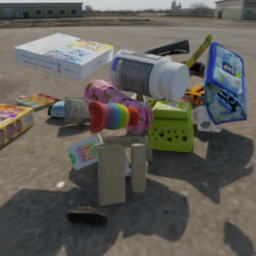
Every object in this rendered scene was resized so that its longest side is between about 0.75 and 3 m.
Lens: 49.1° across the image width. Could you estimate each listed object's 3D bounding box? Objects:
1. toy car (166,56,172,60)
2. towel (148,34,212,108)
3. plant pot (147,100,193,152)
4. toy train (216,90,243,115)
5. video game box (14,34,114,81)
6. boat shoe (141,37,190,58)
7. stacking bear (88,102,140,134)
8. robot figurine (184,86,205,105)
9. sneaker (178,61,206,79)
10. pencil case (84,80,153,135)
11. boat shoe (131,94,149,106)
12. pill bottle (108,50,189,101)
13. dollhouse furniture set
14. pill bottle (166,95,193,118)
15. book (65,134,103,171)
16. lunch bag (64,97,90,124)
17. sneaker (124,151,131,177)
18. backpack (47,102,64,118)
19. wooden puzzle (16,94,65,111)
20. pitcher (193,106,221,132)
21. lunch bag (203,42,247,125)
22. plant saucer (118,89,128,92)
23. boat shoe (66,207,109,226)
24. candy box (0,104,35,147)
[{"bbox_3d":[1.863,-2.676,14.489,1.424,1.662,1.899,-28,15,25],"label":"toy car"},{"bbox_3d":[1.736,-1.874,9.536,0.269,2.982,1.283,42,13,7],"label":"towel"},{"bbox_3d":[1.380,-0.135,8.896,1.397,1.274,1.404,4,21,14],"label":"plant pot"},{"bbox_3d":[2.443,-0.602,6.782,0.338,0.445,0.779,-39,42,5],"label":"toy train"},{"bbox_3d":[-1.666,-2.036,7.763,1.922,0.494,2.110,15,32,14],"label":"video game box"},{"bbox_3d":[1.424,-3.092,11.696,2.377,0.745,0.863,-17,13,6],"label":"boat shoe"},{"bbox_3d":[-0.252,-0.267,6.819,1.240,0.753,0.705,-2,-2,-38],"label":"stacking bear"},{"bbox_3d":[3.257,-1.498,12.792,1.323,0.531,1.824,19,31,36],"label":"robot figurine"},{"bbox_3d":[2.417,-2.424,11.272,0.817,0.769,1.995,11,1,-41],"label":"sneaker"},{"bbox_3d":[-0.328,-0.645,8.279,0.987,0.945,2.282,-9,32,-44],"label":"pencil case"},{"bbox_3d":[0.411,-0.675,9.892,0.677,0.781,1.833,19,43,-13],"label":"boat shoe"},{"bbox_3d":[0.586,-1.502,8.086,2.108,1.199,1.199,21,32,32],"label":"pill bottle"},{"bbox_3d":[-0.176,0.968,7.154,1.530,1.311,1.609,-3,8,-18],"label":"dollhouse furniture set"},{"bbox_3d":[1.868,-0.723,10.540,1.009,1.009,1.799,3,26,7],"label":"pill bottle"},{"bbox_3d":[-1.029,0.607,7.065,0.932,0.622,0.224,-24,3,10],"label":"book"},{"bbox_3d":[-1.804,-0.634,10.407,1.099,0.646,0.901,-1,66,-17],"label":"lunch bag"},{"bbox_3d":[-0.254,0.829,7.599,0.526,0.600,1.496,-3,21,-27],"label":"sneaker"},{"bbox_3d":[-2.567,-0.717,11.053,0.958,0.736,0.781,19,26,10],"label":"backpack"},{"bbox_3d":[-3.995,-1.161,12.500,2.312,0.162,1.371,18,30,34],"label":"wooden puzzle"},{"bbox_3d":[2.838,-0.277,10.144,0.937,0.662,1.092,20,32,-13],"label":"pitcher"},{"bbox_3d":[3.219,-1.512,9.498,1.414,2.220,1.887,-13,47,35],"label":"lunch bag"},{"bbox_3d":[0.927,-1.873,12.889,2.869,0.272,1.003,7,42,-2],"label":"plant saucer"},{"bbox_3d":[-0.839,1.816,5.913,0.902,0.341,0.333,6,23,10],"label":"boat shoe"},{"bbox_3d":[-4.472,-0.063,9.548,1.403,0.679,2.405,8,28,14],"label":"candy box"}]
